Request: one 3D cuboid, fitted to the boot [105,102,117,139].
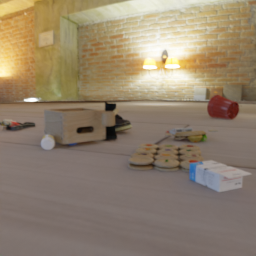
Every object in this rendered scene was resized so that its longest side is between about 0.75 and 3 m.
[{"bbox_3d":[-0.732,-0.314,11.408,0.628,1.392,1.698,6,7,-8],"label":"boot"}]

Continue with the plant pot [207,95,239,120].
[{"bbox_3d":[6.476,-1.309,18.903,1.609,1.609,1.565,-4,17,-29],"label":"plant pot"}]

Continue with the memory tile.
[{"bbox_3d":[1.119,0.782,8.014,2.017,0.221,2.631,1,8,9],"label":"memory tile"}]

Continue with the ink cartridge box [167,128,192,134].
[{"bbox_3d":[2.255,0.201,12.579,0.850,0.263,1.049,-3,-10,-17],"label":"ink cartridge box"}]

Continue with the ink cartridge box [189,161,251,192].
[{"bbox_3d":[1.874,1.006,5.781,0.651,0.381,1.122,-4,9,-26],"label":"ink cartridge box"}]

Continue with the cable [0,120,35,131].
[{"bbox_3d":[-5.367,-0.214,13.987,1.065,0.552,2.193,4,9,29],"label":"cable"}]

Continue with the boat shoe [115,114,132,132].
[{"bbox_3d":[-0.836,-0.329,13.317,1.004,0.889,2.743,-14,11,-35],"label":"boat shoe"}]

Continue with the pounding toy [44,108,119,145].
[{"bbox_3d":[-1.376,-0.036,10.142,2.396,1.248,2.728,-6,10,-36],"label":"pounding toy"}]

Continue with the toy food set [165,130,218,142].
[{"bbox_3d":[2.418,0.351,10.939,1.953,0.392,1.348,-5,0,6],"label":"toy food set"}]

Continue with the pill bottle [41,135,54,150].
[{"bbox_3d":[-2.682,0.491,9.359,0.432,0.432,0.828,-2,8,-13],"label":"pill bottle"}]
